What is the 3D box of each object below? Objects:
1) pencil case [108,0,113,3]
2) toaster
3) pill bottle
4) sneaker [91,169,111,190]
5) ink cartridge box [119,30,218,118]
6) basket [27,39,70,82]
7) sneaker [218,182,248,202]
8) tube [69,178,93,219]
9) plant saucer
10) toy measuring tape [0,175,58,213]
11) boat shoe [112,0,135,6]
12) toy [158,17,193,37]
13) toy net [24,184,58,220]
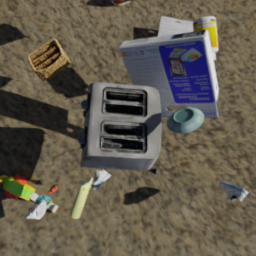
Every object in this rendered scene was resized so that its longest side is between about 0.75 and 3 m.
[{"bbox_3d":[-1.060,-4.700,9.131,1.043,2.360,1.043,7,112,17],"label":"pencil case"},{"bbox_3d":[-0.157,0.055,8.010,2.465,1.462,2.229,5,69,-6],"label":"toaster"},{"bbox_3d":[2.476,-2.802,8.959,0.722,0.722,1.321,-7,96,-2],"label":"pill bottle"},{"bbox_3d":[-0.845,1.413,7.848,0.339,0.905,0.392,-43,86,21],"label":"sneaker"},{"bbox_3d":[1.323,-1.496,8.629,2.676,2.701,0.586,3,42,31],"label":"ink cartridge box"},{"bbox_3d":[-2.781,-2.345,9.787,1.237,0.922,0.883,-30,36,2],"label":"basket"},{"bbox_3d":[3.260,2.060,8.964,0.412,1.099,0.476,36,78,-20],"label":"sneaker"},{"bbox_3d":[-1.428,2.117,8.464,0.335,0.375,1.291,19,100,-14],"label":"tube"},{"bbox_3d":[1.393,-0.248,6.952,0.936,0.180,0.936,-16,38,13],"label":"plant saucer"},{"bbox_3d":[-3.692,2.373,10.148,2.407,0.885,0.885,28,77,7],"label":"toy measuring tape"},{"bbox_3d":[0.302,-6.180,12.490,2.241,0.701,0.798,-23,75,-7],"label":"boat shoe"},{"bbox_3d":[1.874,-3.288,11.777,1.458,0.598,2.531,11,79,-1],"label":"toy"},{"bbox_3d":[-2.298,2.092,7.672,0.944,1.800,0.348,-36,97,-5],"label":"toy net"}]
